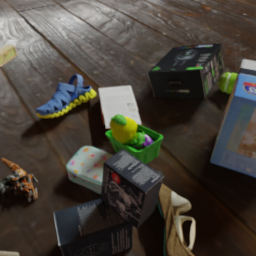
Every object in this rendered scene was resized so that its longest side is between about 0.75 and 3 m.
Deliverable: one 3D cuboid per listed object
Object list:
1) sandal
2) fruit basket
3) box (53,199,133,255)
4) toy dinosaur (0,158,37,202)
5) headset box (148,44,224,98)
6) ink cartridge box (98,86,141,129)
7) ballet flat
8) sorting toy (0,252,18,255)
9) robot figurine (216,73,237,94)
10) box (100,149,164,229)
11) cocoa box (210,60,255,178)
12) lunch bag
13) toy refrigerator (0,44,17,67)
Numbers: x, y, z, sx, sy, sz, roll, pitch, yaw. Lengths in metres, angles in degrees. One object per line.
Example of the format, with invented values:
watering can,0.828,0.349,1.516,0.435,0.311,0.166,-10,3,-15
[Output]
sandal,-2.384,-1.177,10.371,1.000,1.095,2.516,7,34,43
fruit basket,0.076,0.171,8.329,1.249,1.731,1.731,-27,48,-30
box,-0.765,2.374,6.442,1.604,1.191,0.859,-13,43,-15
toy dinosaur,-3.146,1.493,7.822,0.987,0.743,1.454,-30,51,-34
headset box,2.312,-2.228,11.139,2.218,1.182,2.548,7,40,36
ink cartridge box,-0.338,-0.636,10.285,1.284,0.593,2.357,-6,43,-7
ballet flat,1.183,2.224,6.819,0.812,0.761,2.245,-22,41,17
sorting toy,-2.693,3.086,6.079,1.357,0.185,0.764,-2,81,12
robot figurine,4.341,-1.758,11.332,1.446,0.837,1.269,16,31,21
box,0.039,1.272,5.880,1.094,1.201,0.625,31,43,27
cocoa box,3.684,-0.156,8.009,1.856,2.784,1.827,18,49,17
lunch bag,-1.007,1.225,8.192,1.498,0.577,1.202,18,49,20
toy refrigerator,-6.016,-3.449,13.463,0.499,0.542,1.427,16,43,17
